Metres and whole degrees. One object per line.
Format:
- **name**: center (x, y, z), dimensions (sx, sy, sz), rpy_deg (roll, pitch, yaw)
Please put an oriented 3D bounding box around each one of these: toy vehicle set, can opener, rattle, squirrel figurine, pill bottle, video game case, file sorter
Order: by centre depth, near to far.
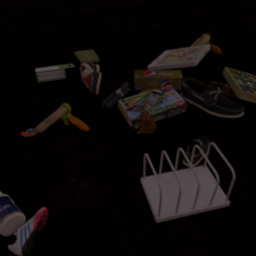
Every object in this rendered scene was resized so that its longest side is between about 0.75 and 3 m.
- **pill bottle**: center (-3.462, 2.294, 7.721), dimensions (1.278, 0.710, 0.710), rpy_deg (32, 49, 33)
- **file sorter**: center (1.703, 1.483, 8.235), dimensions (2.290, 1.426, 1.589), rpy_deg (-9, 40, -12)
- **squirrel figurine**: center (0.712, -0.260, 10.477), dimensions (0.648, 0.915, 0.854), rpy_deg (-2, 79, -22)
- **rattle**: center (-2.820, 0.108, 10.827), dimensions (2.036, 1.455, 1.326), rpy_deg (-44, 27, -17)
- **can opener**: center (-0.532, -1.539, 12.621), dimensions (0.454, 0.569, 1.701), rpy_deg (23, 44, 25)
- **toy vehicle set**: center (5.434, -1.909, 12.769), dimensions (1.630, 0.348, 2.624), rpy_deg (13, 33, -8)
- **video game case**: center (2.675, -3.697, 14.734), dimensions (2.655, 0.304, 2.416), rpy_deg (2, 34, 35)
- **rattle**: center (4.114, -4.197, 16.104), dimensions (1.444, 1.585, 2.218), rpy_deg (2, 49, 50)

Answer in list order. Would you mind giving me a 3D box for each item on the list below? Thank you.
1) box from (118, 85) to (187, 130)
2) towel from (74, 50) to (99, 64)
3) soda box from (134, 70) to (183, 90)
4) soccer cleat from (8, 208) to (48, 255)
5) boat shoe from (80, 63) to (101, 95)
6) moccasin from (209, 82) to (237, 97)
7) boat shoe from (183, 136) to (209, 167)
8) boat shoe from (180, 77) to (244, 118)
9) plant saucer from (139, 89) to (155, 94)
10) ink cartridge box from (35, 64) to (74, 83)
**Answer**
- **box**: center (1.025, -0.903, 11.705), dimensions (2.550, 0.443, 1.404), rpy_deg (-19, 53, -20)
- **towel**: center (-2.344, -4.041, 15.942), dimensions (1.132, 0.278, 1.526), rpy_deg (-15, 41, -19)
- **soda box**: center (1.426, -2.289, 13.428), dimensions (2.235, 0.716, 0.757), rpy_deg (0, 40, -1)
- **soccer cleat**: center (-2.667, 2.688, 7.488), dimensions (0.599, 0.484, 1.386), rpy_deg (9, 40, 12)
- **boat shoe**: center (-1.802, -2.381, 13.196), dimensions (0.882, 1.003, 2.818), rpy_deg (10, 30, -16)
- **moccasin**: center (4.406, -1.781, 12.834), dimensions (1.395, 0.510, 0.539), rpy_deg (32, 18, 23)
- **boat shoe**: center (2.456, 0.697, 9.811), dimensions (0.617, 0.581, 1.718), rpy_deg (16, 33, 29)
- **boat shoe**: center (3.569, -1.301, 12.029), dimensions (2.913, 0.985, 1.046), rpy_deg (30, 50, 28)
- **plant saucer**: center (1.156, -1.383, 12.705), dimensions (1.438, 0.232, 1.438), rpy_deg (0, 40, 0)
- **ink cartridge box**: center (-3.612, -2.731, 13.915), dimensions (1.866, 0.553, 0.969), rpy_deg (-12, 23, -15)
